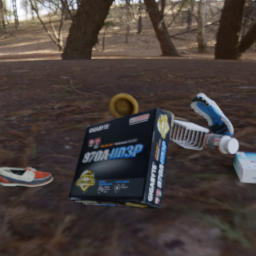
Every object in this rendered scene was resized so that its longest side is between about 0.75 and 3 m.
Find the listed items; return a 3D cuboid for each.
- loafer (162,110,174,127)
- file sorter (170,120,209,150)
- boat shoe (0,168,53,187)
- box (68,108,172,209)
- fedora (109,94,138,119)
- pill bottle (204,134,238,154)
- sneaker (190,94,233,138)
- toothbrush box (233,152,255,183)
[{"bbox_3d":[0.666,0.281,9.920,2.516,0.859,0.952,-38,49,-23],"label":"loafer"},{"bbox_3d":[2.275,0.267,10.752,0.915,0.821,1.318,8,9,-16],"label":"file sorter"},{"bbox_3d":[-3.202,1.495,8.785,1.610,0.504,0.573,0,18,-4],"label":"boat shoe"},{"bbox_3d":[-0.256,0.835,7.079,2.762,2.195,0.635,-12,-31,45],"label":"box"},{"bbox_3d":[-0.181,-0.891,11.742,1.228,1.228,0.501,0,16,1],"label":"fedora"},{"bbox_3d":[3.260,0.567,9.866,0.624,0.624,1.076,-11,11,-29],"label":"pill bottle"},{"bbox_3d":[3.712,-0.583,12.033,0.885,2.361,1.023,-36,5,36],"label":"sneaker"},{"bbox_3d":[4.088,1.305,9.277,0.911,0.531,1.245,3,21,9],"label":"toothbrush box"}]
